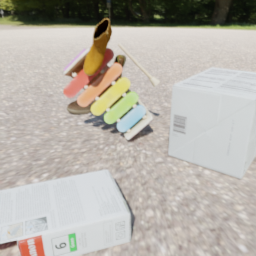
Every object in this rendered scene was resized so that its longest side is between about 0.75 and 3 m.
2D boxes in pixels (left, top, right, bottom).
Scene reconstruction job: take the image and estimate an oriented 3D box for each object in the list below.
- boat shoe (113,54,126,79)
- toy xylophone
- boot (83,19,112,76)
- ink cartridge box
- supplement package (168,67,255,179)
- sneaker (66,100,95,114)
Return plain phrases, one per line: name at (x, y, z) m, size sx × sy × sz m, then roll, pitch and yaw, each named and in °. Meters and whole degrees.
boat shoe at (-0.398, -1.862, 9.032) m, size 0.375 × 1.042 × 0.354 m, roll 30°, pitch 26°, yaw 33°
toy xylophone at (-0.361, -1.110, 7.718) m, size 2.729 × 1.998 × 0.686 m, roll 38°, pitch 12°, yaw -13°
boot at (-0.765, -1.892, 6.592) m, size 0.442 × 1.257 × 0.900 m, roll 27°, pitch -2°, yaw 3°
ink cartridge box at (-1.373, 1.544, 4.770) m, size 2.572 × 0.647 × 1.401 m, roll -9°, pitch 26°, yaw -16°
supplement package at (2.522, -0.332, 7.346) m, size 1.919 × 1.933 × 2.547 m, roll 16°, pitch 29°, yaw 32°
sneaker at (-1.266, -1.177, 10.544) m, size 2.341 × 0.884 × 0.824 m, roll -18°, pitch 30°, yaw -35°
